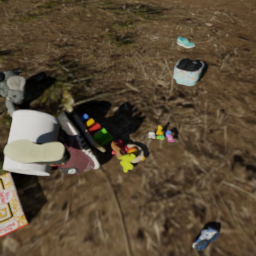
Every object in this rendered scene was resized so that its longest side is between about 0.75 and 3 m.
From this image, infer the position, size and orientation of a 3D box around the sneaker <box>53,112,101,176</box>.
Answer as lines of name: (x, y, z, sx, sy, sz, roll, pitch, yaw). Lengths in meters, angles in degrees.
sneaker: (-2.235, 0.836, 10.309, 1.603, 2.775, 1.050, -28, 35, -4)

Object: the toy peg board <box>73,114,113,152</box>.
toy peg board: (-1.236, 0.069, 10.653, 0.682, 1.394, 1.388, -36, 71, 0)

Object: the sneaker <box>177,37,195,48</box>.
sneaker: (3.887, -5.760, 18.918, 1.290, 0.514, 0.500, 26, 49, 24)

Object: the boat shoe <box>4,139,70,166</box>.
boat shoe: (-2.704, 0.772, 8.300, 2.014, 0.631, 0.737, 2, 65, 13)

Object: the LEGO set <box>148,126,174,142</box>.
LEGO set: (1.455, 0.212, 12.133, 1.150, 0.472, 0.438, 9, 45, 26)

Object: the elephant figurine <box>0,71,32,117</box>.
elephant figurine: (-5.683, -1.805, 14.200, 2.334, 1.811, 1.652, 34, 9, 18)

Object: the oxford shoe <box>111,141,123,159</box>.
oxford shoe: (-0.433, 0.840, 11.310, 0.287, 0.287, 0.805, -9, 66, -53)

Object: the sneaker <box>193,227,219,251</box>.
sneaker: (2.470, 3.589, 9.065, 1.013, 0.384, 0.390, -21, 29, -24)

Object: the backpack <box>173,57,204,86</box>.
backpack: (3.264, -3.047, 15.422, 1.485, 1.259, 1.672, 17, 33, 18)

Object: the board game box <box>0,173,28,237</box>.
board game box: (-5.101, 2.936, 9.494, 2.749, 0.637, 2.082, -21, 47, -21)

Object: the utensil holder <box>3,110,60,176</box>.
utensil holder: (-3.518, 0.613, 10.331, 1.755, 1.755, 2.065, 4, 73, 4)

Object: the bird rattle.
bird rattle: (-0.004, 1.089, 11.600, 1.238, 0.855, 1.518, -6, 30, -19)
